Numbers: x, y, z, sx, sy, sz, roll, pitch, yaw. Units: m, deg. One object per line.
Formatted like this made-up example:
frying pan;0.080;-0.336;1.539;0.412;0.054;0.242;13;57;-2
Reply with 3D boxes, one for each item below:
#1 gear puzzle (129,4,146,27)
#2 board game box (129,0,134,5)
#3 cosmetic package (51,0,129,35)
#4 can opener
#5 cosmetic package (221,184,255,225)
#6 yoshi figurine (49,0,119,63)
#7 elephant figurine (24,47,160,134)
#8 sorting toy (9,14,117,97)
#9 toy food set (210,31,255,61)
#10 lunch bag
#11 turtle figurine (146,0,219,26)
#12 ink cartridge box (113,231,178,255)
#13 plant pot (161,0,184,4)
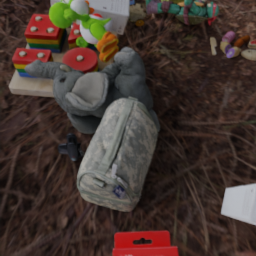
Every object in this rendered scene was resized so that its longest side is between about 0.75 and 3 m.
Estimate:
gear puzzle;0.319;-4.114;10.323;0.650;0.164;1.255;-20;57;-2
board game box;-1.290;-5.256;10.908;2.561;0.469;1.937;-19;59;-12
cosmetic package;-1.256;-4.205;9.493;2.495;1.012;1.408;6;68;-12
can opener;-1.307;0.499;6.506;0.608;1.547;0.490;-11;80;-15
cosmetic package;3.372;1.771;5.311;2.678;2.019;0.692;14;80;9
yoshi figurine;-1.331;-2.767;7.745;2.207;1.240;1.236;48;34;8
elephant figurine;-0.981;-0.833;7.277;2.881;2.039;2.235;-17;30;-9
sorting toy;-1.931;-2.363;8.677;2.875;1.007;2.893;5;56;3
toy food set;3.775;-2.807;9.400;1.892;0.298;1.202;3;57;2
lunch bag;-0.234;0.609;6.236;1.503;1.809;2.157;14;58;9
turtle figurine;2.074;-4.233;9.571;2.719;2.036;1.369;6;99;16
ink cartridge box;0.343;3.020;5.287;1.281;0.741;2.205;-2;56;-2
plant pot;1.890;-5.115;10.548;0.969;1.054;1.054;2;55;-16
